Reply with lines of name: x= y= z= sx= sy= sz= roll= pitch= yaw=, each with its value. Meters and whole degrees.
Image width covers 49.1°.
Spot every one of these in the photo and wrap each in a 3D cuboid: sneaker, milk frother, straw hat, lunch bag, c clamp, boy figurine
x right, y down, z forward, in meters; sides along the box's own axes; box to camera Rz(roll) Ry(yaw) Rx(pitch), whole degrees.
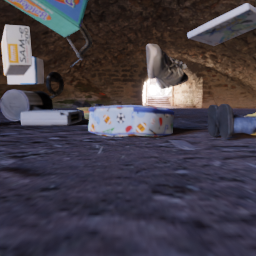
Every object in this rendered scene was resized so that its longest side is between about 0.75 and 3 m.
sneaker: x=1.081 y=-1.693 z=7.536 sx=0.933 sy=0.851 sz=2.276 roll=-6 pitch=-7 yaw=20
milk frother: x=-3.833 y=-1.364 z=11.623 sx=1.897 sy=2.102 sz=1.977 roll=5 pitch=6 yaw=11
straw hat: x=-1.526 y=-0.587 z=11.627 sx=1.217 sy=0.515 sz=1.217 roll=0 pitch=6 yaw=0
lunch bag: x=0.052 y=-0.173 z=6.121 sx=1.743 sy=0.659 sz=1.397 roll=5 pitch=5 yaw=37
c clamp: x=-1.866 y=-3.079 z=10.139 sx=1.238 sy=1.450 sz=0.196 roll=-41 pitch=50 yaw=-14
boy figurine: x=2.761 y=-0.142 z=5.414 sx=2.240 sy=0.722 sz=1.393 roll=-3 pitch=3 yaw=-9

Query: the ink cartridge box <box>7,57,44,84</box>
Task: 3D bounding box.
ink cartridge box: x=-3.884 y=-2.179 z=10.798 sx=1.016 sy=0.990 sz=1.580 roll=-1 pitch=9 yaw=-2

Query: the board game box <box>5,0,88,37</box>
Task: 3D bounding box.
board game box: x=-1.351 y=-3.042 z=4.541 sx=1.844 sy=2.425 sz=0.546 roll=25 pitch=-19 yaw=-39

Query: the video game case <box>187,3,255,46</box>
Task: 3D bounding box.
video game case: x=3.343 y=-3.341 z=9.331 sx=2.067 sy=0.227 sz=1.884 roll=-16 pitch=-6 yaw=44

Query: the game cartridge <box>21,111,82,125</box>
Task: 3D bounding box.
game cartridge: x=-2.607 y=-0.368 z=9.571 sx=1.653 sy=0.502 sz=2.480 roll=4 pitch=5 yaw=1

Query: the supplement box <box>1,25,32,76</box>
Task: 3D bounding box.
supplement box: x=-3.346 y=-2.237 z=8.354 sx=0.644 sy=1.103 sz=1.750 roll=-5 pitch=3 yaw=-27
